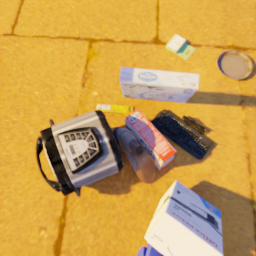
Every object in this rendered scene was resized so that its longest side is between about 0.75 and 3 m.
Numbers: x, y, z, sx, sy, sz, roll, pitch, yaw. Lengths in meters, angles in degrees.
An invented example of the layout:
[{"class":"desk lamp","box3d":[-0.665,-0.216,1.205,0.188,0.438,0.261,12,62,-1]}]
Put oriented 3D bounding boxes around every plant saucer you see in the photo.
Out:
[{"class":"plant saucer","box3d":[4.884,-2.881,12.975,1.625,0.261,1.625,0,67,-1]}]

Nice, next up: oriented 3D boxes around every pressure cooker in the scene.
[{"class":"pressure cooker","box3d":[-1.839,0.935,10.141,2.866,2.560,2.521,-21,35,-8]}]

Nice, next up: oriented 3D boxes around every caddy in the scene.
[{"class":"caddy","box3d":[0.900,4.463,8.639,1.339,2.551,1.804,30,112,7]}]

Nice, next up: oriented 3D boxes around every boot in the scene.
[{"class":"boot","box3d":[0.179,0.963,10.867,0.795,2.264,1.655,-29,34,-18]}]

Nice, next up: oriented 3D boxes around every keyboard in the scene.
[{"class":"keyboard","box3d":[2.313,0.047,11.589,2.607,0.517,1.357,37,72,13]}]

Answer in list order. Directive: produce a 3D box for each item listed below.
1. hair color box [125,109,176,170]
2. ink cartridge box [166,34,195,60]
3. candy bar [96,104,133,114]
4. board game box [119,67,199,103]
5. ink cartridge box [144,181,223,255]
[{"class":"hair color box","box3d":[0.815,0.482,10.988,0.718,1.245,2.246,-35,71,-13]},{"class":"ink cartridge box","box3d":[2.515,-3.872,13.399,1.181,0.283,0.859,33,70,15]},{"class":"candy bar","box3d":[-0.605,-0.812,12.124,1.648,0.183,0.411,4,66,2]},{"class":"board game box","box3d":[1.126,-1.601,11.054,2.757,2.770,0.601,7,85,2]},{"class":"ink cartridge box","box3d":[1.858,3.060,8.885,1.945,2.690,1.133,35,108,8]}]
